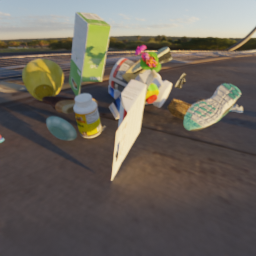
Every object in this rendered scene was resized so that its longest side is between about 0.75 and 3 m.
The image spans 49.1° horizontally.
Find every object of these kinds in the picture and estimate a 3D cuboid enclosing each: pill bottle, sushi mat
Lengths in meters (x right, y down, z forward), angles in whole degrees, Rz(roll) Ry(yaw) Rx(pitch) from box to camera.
[{"bbox_3d":[0.567,-2.053,13.065,2.631,1.524,1.524,28,27,12],"label":"pill bottle"},{"bbox_3d":[-1.445,-0.427,9.868,0.812,1.486,0.812,-5,36,3],"label":"pill bottle"},{"bbox_3d":[0.300,-2.293,11.436,1.091,0.522,0.066,-40,29,9],"label":"sushi mat"}]

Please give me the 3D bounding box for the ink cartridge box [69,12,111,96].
[{"bbox_3d":[-1.519,-2.642,10.479,0.852,2.874,1.492,-5,36,-28],"label":"ink cartridge box"}]

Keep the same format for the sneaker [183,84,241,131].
[{"bbox_3d":[2.676,-0.446,9.004,2.322,1.059,0.901,-32,58,-22],"label":"sneaker"}]

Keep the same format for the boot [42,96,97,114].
[{"bbox_3d":[-2.303,-1.057,11.254,1.506,0.655,1.811,26,26,34],"label":"boot"}]

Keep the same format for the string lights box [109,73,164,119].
[{"bbox_3d":[0.307,-1.328,11.798,1.172,2.281,0.673,-16,70,-46],"label":"string lights box"}]

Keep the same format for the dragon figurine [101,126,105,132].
[{"bbox_3d":[-1.299,0.012,10.871,0.834,0.415,0.246,-17,18,17],"label":"dragon figurine"}]

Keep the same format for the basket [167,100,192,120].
[{"bbox_3d":[2.359,-0.898,12.038,0.834,0.799,1.120,-50,44,-9],"label":"basket"}]

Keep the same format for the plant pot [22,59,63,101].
[{"bbox_3d":[-3.567,-1.846,11.833,1.725,1.725,1.224,-5,44,-15],"label":"plant pot"}]

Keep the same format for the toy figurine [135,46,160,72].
[{"bbox_3d":[0.515,-2.041,8.132,0.806,0.605,0.742,53,13,29],"label":"toy figurine"}]

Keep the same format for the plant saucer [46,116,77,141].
[{"bbox_3d":[-2.279,0.098,9.355,1.152,1.152,0.222,9,48,22],"label":"plant saucer"}]

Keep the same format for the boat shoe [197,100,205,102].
[{"bbox_3d":[3.396,-1.015,13.098,1.839,0.660,0.696,-11,23,-27],"label":"boat shoe"}]

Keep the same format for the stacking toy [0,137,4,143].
[{"bbox_3d":[-4.746,0.027,9.636,0.582,1.061,0.616,13,25,31],"label":"stacking toy"}]

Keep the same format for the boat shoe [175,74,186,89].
[{"bbox_3d":[2.554,-2.205,13.311,0.312,0.332,0.923,27,60,11],"label":"boat shoe"}]

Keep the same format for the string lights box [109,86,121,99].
[{"bbox_3d":[-0.556,-2.107,16.343,0.861,0.494,1.676,-6,21,-15],"label":"string lights box"}]

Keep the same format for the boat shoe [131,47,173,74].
[{"bbox_3d":[0.844,-2.283,10.007,1.536,0.519,0.552,-27,33,9],"label":"boat shoe"}]

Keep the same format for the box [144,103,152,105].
[{"bbox_3d":[0.877,-1.666,14.422,1.876,0.771,0.641,-10,42,-21],"label":"box"}]

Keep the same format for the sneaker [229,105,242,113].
[{"bbox_3d":[5.070,-0.957,13.409,0.820,0.355,0.307,10,23,29],"label":"sneaker"}]

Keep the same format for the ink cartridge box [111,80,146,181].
[{"bbox_3d":[-0.160,0.009,7.648,0.641,1.827,2.247,21,43,15],"label":"ink cartridge box"}]

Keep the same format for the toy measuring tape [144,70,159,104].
[{"bbox_3d":[0.702,-1.194,8.205,0.642,0.642,1.746,-6,-21,-15],"label":"toy measuring tape"}]
